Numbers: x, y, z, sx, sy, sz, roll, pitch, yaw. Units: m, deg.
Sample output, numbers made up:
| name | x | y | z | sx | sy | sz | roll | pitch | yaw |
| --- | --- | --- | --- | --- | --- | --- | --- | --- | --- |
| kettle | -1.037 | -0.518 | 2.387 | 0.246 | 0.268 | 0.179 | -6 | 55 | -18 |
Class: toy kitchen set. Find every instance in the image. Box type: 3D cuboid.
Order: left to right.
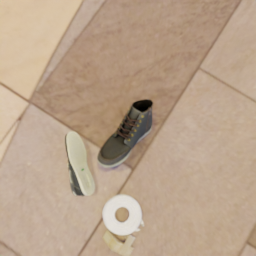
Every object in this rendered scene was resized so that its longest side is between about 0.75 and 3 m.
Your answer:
| name | x | y | z | sx | sy | sz | roll | pitch | yaw |
| --- | --- | --- | --- | --- | --- | --- | --- | --- | --- |
| toy kitchen set | -0.238 | 3.588 | 9.038 | 0.793 | 0.716 | 0.647 | 38 | 83 | -34 |

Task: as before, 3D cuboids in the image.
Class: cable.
| name | x | y | z | sx | sy | sz | roll | pitch | yaw |
| --- | --- | --- | --- | --- | --- | --- | --- | --- | --- |
| cable | -0.199 | 2.828 | 9.094 | 1.280 | 0.443 | 1.280 | -13 | 80 | -2 |

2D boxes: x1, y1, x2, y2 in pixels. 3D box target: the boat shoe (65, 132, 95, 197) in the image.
| name | x | y | z | sx | sy | sz | roll | pitch | yaw |
| --- | --- | --- | --- | --- | --- | --- | --- | --- | --- |
| boat shoe | -1.731 | 1.186 | 9.071 | 0.716 | 0.760 | 2.117 | -14 | 90 | 35 |

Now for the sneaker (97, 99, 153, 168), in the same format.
| name | x | y | z | sx | sy | sz | roll | pitch | yaw |
| --- | --- | --- | --- | --- | --- | --- | --- | --- | --- |
| sneaker | -0.107 | 0.087 | 8.492 | 0.886 | 1.258 | 2.368 | 31 | 56 | 21 |
